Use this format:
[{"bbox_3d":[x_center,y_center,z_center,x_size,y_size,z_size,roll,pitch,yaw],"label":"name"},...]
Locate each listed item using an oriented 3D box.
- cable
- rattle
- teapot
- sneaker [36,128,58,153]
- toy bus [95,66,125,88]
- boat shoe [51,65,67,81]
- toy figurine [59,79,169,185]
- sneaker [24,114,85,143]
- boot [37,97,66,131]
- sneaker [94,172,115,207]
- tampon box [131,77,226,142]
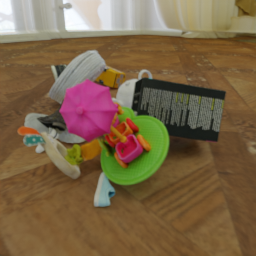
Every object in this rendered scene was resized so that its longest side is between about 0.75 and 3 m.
[{"bbox_3d":[-2.281,-2.223,12.756,1.008,2.911,2.910,43,13,-6],"label":"cable"},{"bbox_3d":[-1.699,0.342,7.514,1.408,1.971,1.283,-31,25,14],"label":"rattle"},{"bbox_3d":[0.215,-1.477,11.924,1.748,1.294,1.771,-14,40,15],"label":"teapot"},{"bbox_3d":[-2.703,0.404,9.082,0.952,0.383,0.364,-46,32,3],"label":"sneaker"},{"bbox_3d":[-1.488,-3.131,16.092,2.741,0.892,1.073,30,25,37],"label":"toy bus"},{"bbox_3d":[-3.310,-2.658,13.911,0.820,0.871,2.424,-22,8,-12],"label":"boat shoe"},{"bbox_3d":[-0.560,-0.264,6.618,1.974,2.421,2.630,-37,45,7],"label":"toy figurine"},{"bbox_3d":[-2.461,-0.027,10.027,2.331,0.890,0.938,16,-3,12],"label":"sneaker"},{"bbox_3d":[-2.285,-0.541,9.369,1.394,0.483,1.213,12,66,28],"label":"boot"},{"bbox_3d":[-0.548,1.568,7.076,0.462,0.417,1.128,7,35,2],"label":"sneaker"},{"bbox_3d":[1.449,-0.558,9.026,2.549,1.609,1.910,9,3,-6],"label":"tampon box"}]
